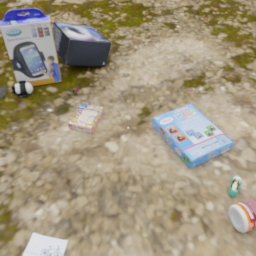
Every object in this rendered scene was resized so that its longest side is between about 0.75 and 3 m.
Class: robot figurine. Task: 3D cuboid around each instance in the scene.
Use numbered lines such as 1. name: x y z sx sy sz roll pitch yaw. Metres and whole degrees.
1. robot figurine: -4.233 -1.547 11.201 0.782 0.588 0.488 -10 28 -9

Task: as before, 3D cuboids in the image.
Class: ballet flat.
1. ballet flat: 3.109 1.614 8.065 0.280 0.293 0.832 20 47 19

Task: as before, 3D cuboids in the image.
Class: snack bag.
1. snack bag: -2.037 3.078 6.684 1.006 0.114 1.067 8 45 9

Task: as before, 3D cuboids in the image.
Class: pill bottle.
1. pill bottle: 3.301 2.174 7.196 1.239 0.700 0.700 -13 46 -13

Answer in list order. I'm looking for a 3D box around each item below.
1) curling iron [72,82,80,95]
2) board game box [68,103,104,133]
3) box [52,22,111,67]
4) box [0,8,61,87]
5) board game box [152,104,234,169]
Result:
1. curling iron: -2.100 -1.660 11.502 0.126 0.244 0.984 -19 31 22
2. board game box: -1.498 -0.377 10.125 0.908 0.277 1.198 12 45 12
3. box: -2.134 -3.746 12.550 2.003 1.235 1.987 -7 42 -35
4. box: -3.737 -3.037 10.914 1.780 2.991 0.620 -12 45 -12
5. board game box: 2.109 0.179 9.452 1.703 0.412 2.251 -20 48 -19
